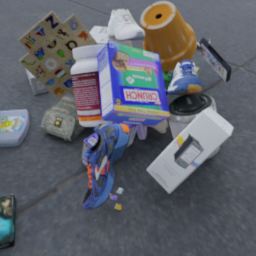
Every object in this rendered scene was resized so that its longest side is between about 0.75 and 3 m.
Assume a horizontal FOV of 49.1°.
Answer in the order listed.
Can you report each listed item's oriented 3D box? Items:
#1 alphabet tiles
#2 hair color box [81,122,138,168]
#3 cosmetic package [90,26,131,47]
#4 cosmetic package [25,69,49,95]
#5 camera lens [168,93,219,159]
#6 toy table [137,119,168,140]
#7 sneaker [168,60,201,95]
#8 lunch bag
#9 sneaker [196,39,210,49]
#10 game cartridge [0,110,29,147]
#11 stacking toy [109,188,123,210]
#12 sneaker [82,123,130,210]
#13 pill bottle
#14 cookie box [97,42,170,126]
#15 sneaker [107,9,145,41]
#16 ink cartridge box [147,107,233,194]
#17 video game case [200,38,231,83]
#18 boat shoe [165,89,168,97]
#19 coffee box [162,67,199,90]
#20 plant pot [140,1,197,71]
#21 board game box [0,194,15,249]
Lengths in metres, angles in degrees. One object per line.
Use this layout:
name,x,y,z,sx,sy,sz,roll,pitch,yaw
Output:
alphabet tiles,-2.188,-2.400,9.879,2.472,2.971,0.094,-38,35,7
hair color box,-0.589,0.472,9.264,0.656,1.107,2.026,39,49,21
cosmetic package,-0.870,-3.176,12.686,1.792,2.174,1.793,7,41,10
cosmetic package,-4.194,-2.374,12.772,0.777,0.921,1.723,-19,44,-20
camera lens,2.162,-0.072,9.188,1.527,1.909,1.527,-15,31,9
toy table,0.854,-0.382,10.258,0.967,1.518,1.652,-10,65,14
sneaker,1.755,-1.625,8.954,0.982,1.150,2.609,2,7,4
lunch bag,-2.310,-0.323,10.474,1.335,0.957,1.628,18,51,18
sneaker,4.075,-4.790,15.774,1.171,0.518,0.434,-11,44,-10
game cartridge,-4.429,-0.033,10.598,1.251,0.380,1.877,-1,42,-7
stacking toy,-0.548,1.930,7.892,0.829,0.625,0.195,13,24,12
sneaker,-0.741,0.902,6.921,0.893,2.276,0.858,18,0,-19
pill bottle,-1.144,-1.424,9.558,1.458,2.581,1.458,-8,12,2
cookie box,0.139,-1.302,8.623,1.928,0.847,2.254,5,68,-30
sneaker,-0.172,-3.953,10.740,0.923,1.052,2.625,-9,29,-24
ink cartridge box,1.666,0.543,7.498,0.917,2.142,1.581,44,21,11
video game case,2.516,-1.916,8.059,0.164,1.285,1.161,-39,75,12
boat shoe,1.121,-1.186,9.567,0.374,1.034,0.374,-14,73,1
coffee box,1.816,-2.504,13.142,2.697,0.593,1.659,18,45,19
plant pot,1.571,-4.035,12.031,2.383,2.182,2.383,-10,62,20
board game box,-4.250,2.705,7.548,2.255,0.318,1.526,-11,43,-12
